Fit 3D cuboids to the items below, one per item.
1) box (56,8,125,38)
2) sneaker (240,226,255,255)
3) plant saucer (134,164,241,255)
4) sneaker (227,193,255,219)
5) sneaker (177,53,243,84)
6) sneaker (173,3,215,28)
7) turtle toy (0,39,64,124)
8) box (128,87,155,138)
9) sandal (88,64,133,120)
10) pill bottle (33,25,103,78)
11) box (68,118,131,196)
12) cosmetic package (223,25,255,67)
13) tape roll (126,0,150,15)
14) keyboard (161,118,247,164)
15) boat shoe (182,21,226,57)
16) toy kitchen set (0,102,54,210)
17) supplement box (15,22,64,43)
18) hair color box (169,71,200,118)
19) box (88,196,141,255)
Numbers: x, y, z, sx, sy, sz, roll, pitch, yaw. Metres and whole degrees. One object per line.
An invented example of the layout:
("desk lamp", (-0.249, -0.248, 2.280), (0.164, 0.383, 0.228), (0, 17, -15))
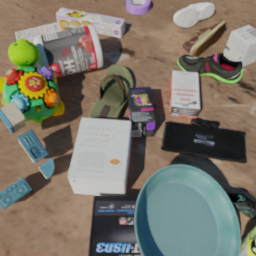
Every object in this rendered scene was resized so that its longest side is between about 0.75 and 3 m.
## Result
("box", (-1.631, -4.548, 12.087), (2.991, 0.620, 0.579), (15, 57, 9))
("sneaker", (3.831, 2.472, 6.870), (2.607, 0.996, 0.983), (-33, 60, -22))
("plant saucer", (1.334, 2.280, 6.528), (2.839, 0.510, 2.839), (11, 62, -21))
("sneaker", (3.122, 2.062, 7.477), (1.228, 0.487, 0.463), (15, 53, 9))
("sneaker", (3.029, -2.389, 10.307), (2.397, 1.004, 0.920), (12, 56, 9))
("sneaker", (2.745, -5.104, 12.491), (2.188, 0.823, 0.968), (-24, 46, -24))
("turtle toy", (-3.095, -1.420, 8.806), (1.964, 1.362, 2.694), (-12, 78, -28))
("box", (0.402, -0.510, 9.049), (0.765, 0.881, 1.442), (-2, 55, -2))
("sandal", (-0.518, -1.207, 9.523), (1.184, 0.851, 2.981), (10, 50, 6))
("pill bottle", (-2.448, -2.654, 10.153), (2.843, 1.574, 1.574), (-16, 56, -9))
("box", (-0.724, 0.825, 7.995), (1.505, 1.051, 1.977), (5, 55, 3))
("cosmetic package", (4.404, -3.076, 10.688), (0.952, 1.154, 0.951), (-25, 58, -20))
("tape roll", (0.461, -5.769, 13.103), (1.130, 0.371, 1.130), (0, 55, -1))
("keyboard", (2.363, 0.325, 8.758), (2.521, 0.323, 1.514), (9, 53, 8))
("boat shoe", (3.104, -3.770, 11.435), (0.833, 0.835, 2.314), (39, 70, 23))
("toy kitchen set", (-3.122, 0.752, 7.353), (1.725, 1.269, 2.154), (-36, 94, -21))
("supplement box", (-3.291, -3.275, 10.862), (1.792, 1.129, 0.659), (-19, 57, -12))
("hair color box", (1.945, -1.183, 9.742), (0.950, 0.548, 1.713), (6, 53, 3))
("box", (0.180, 2.832, 6.902), (2.257, 0.561, 2.240), (1, 54, 1))
